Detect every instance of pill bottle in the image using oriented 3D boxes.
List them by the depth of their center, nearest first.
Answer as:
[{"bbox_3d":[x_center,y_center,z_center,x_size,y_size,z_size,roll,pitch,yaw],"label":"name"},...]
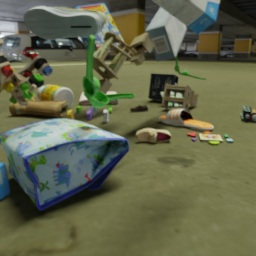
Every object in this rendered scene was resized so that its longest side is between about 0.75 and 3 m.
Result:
[{"bbox_3d":[-3.741,-1.587,14.140,1.978,1.115,1.115,17,24,42],"label":"pill bottle"}]

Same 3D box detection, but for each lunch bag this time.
[{"bbox_3d":[-1.470,0.563,6.608,2.386,1.521,2.029,-24,27,-32],"label":"lunch bag"}]

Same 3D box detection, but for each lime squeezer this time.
[{"bbox_3d":[-0.582,-0.932,6.337,0.967,0.517,2.739,-26,-24,8],"label":"lime squeezer"},{"bbox_3d":[2.393,-2.473,11.838,0.664,1.881,0.355,-41,-11,-11],"label":"lime squeezer"}]

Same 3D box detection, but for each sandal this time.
[{"bbox_3d":[2.329,-0.420,11.169,2.292,0.657,0.878,14,22,38],"label":"sandal"}]

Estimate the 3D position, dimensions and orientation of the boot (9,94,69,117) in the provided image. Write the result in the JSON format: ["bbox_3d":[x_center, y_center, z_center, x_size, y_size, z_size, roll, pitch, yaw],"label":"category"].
[{"bbox_3d":[-3.961,-1.075,13.174,2.444,0.808,2.140,2,30,9],"label":"boot"}]

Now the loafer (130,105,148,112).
[{"bbox_3d":[0.521,-0.967,13.484,0.919,0.326,0.335,-5,18,-17],"label":"loafer"}]

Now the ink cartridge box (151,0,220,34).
[{"bbox_3d":[0.980,-2.532,5.136,1.477,0.855,0.492,26,-24,-23],"label":"ink cartridge box"}]

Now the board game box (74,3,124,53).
[{"bbox_3d":[-1.358,-4.425,12.627,0.595,2.086,2.130,-20,13,39],"label":"board game box"}]

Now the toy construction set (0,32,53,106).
[{"bbox_3d":[-2.944,-1.253,6.760,1.820,1.399,1.518,37,29,-9],"label":"toy construction set"}]

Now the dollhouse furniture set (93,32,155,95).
[{"bbox_3d":[-0.498,-2.370,9.919,1.992,1.252,2.252,-4,51,52],"label":"dollhouse furniture set"}]

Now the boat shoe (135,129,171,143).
[{"bbox_3d":[0.864,0.268,9.325,1.215,0.448,0.420,-3,12,-12],"label":"boat shoe"}]

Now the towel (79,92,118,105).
[{"bbox_3d":[-1.635,-1.678,15.744,2.092,0.353,2.190,-1,17,-5],"label":"towel"}]

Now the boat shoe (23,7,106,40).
[{"bbox_3d":[-1.620,-2.715,7.259,2.217,0.798,0.688,11,35,15],"label":"boat shoe"}]

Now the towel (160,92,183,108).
[{"bbox_3d":[2.375,-1.482,14.540,1.300,0.152,0.992,-6,61,-22],"label":"towel"}]

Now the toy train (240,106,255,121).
[{"bbox_3d":[5.281,-0.607,12.114,0.701,0.524,1.230,15,20,14],"label":"toy train"}]

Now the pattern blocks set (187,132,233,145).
[{"bbox_3d":[2.829,0.342,9.659,1.362,0.110,1.197,-2,18,-6],"label":"pattern blocks set"}]

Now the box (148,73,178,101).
[{"bbox_3d":[1.941,-2.219,15.454,1.415,1.392,0.831,8,2,23],"label":"box"}]

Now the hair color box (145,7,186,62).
[{"bbox_3d":[1.563,-3.854,11.026,0.792,1.293,2.611,-7,38,29],"label":"hair color box"}]

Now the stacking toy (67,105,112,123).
[{"bbox_3d":[-1.634,-0.747,12.478,1.682,0.524,2.231,1,17,3],"label":"stacking toy"}]

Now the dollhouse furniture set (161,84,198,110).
[{"bbox_3d":[2.591,-1.357,13.891,1.174,1.167,1.666,10,-4,31],"label":"dollhouse furniture set"}]

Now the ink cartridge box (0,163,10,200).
[{"bbox_3d":[-3.485,1.307,5.429,1.334,0.777,1.846,5,18,15],"label":"ink cartridge box"}]
